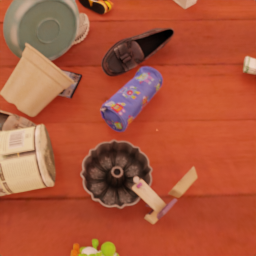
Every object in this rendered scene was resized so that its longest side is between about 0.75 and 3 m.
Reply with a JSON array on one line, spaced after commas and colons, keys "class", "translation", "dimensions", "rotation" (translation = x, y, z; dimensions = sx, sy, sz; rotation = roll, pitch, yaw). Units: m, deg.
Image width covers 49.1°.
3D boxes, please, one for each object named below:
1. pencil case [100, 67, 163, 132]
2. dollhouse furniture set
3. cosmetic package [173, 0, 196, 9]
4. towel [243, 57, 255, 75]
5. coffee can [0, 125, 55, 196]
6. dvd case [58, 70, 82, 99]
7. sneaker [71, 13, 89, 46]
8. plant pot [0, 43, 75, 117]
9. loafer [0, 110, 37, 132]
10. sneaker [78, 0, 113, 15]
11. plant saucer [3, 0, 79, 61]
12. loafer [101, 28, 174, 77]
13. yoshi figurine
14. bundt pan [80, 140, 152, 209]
[{"class": "pencil case", "translation": [0.092, -0.891, 8.305], "dimensions": [1.000, 0.899, 2.304], "rotation": [25, 56, 24]}, {"class": "dollhouse furniture set", "translation": [0.837, 1.427, 7.115], "dimensions": [1.089, 1.216, 1.534], "rotation": [43, 62, 15]}, {"class": "cosmetic package", "translation": [1.684, -6.159, 11.362], "dimensions": [0.710, 1.157, 2.804], "rotation": [-34, 67, -17]}, {"class": "towel", "translation": [4.616, -1.963, 9.109], "dimensions": [1.606, 0.247, 1.198], "rotation": [14, 37, 16]}, {"class": "coffee can", "translation": [-3.154, 0.897, 7.118], "dimensions": [2.243, 1.642, 1.642], "rotation": [-10, 61, -6]}, {"class": "dvd case", "translation": [-2.351, -1.544, 9.369], "dimensions": [1.389, 0.122, 0.991], "rotation": [15, 61, 8]}, {"class": "sneaker", "translation": [-2.264, -3.386, 9.925], "dimensions": [0.902, 0.952, 2.317], "rotation": [34, 65, 17]}, {"class": "plant pot", "translation": [-2.779, -1.280, 8.310], "dimensions": [1.764, 1.764, 1.615], "rotation": [38, 89, 19]}, {"class": "loafer", "translation": [-3.611, -0.098, 8.202], "dimensions": [2.327, 0.731, 0.836], "rotation": [18, 64, 10]}, {"class": "sneaker", "translation": [-1.329, -5.077, 11.163], "dimensions": [1.613, 0.564, 0.726], "rotation": [37, 53, 17]}, {"class": "plant saucer", "translation": [-2.526, -3.054, 8.668], "dimensions": [2.529, 2.529, 0.347], "rotation": [-35, 61, -18]}, {"class": "loafer", "translation": [0.364, -2.648, 9.260], "dimensions": [2.827, 0.890, 1.016], "rotation": [-36, 107, -24]}, {"class": "yoshi figurine", "translation": [-0.764, 2.913, 6.618], "dimensions": [1.109, 0.621, 0.623], "rotation": [5, 54, -1]}, {"class": "bundt pan", "translation": [-0.326, 1.281, 7.393], "dimensions": [1.848, 0.694, 1.848], "rotation": [4, 60, -7]}]
